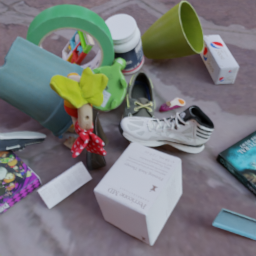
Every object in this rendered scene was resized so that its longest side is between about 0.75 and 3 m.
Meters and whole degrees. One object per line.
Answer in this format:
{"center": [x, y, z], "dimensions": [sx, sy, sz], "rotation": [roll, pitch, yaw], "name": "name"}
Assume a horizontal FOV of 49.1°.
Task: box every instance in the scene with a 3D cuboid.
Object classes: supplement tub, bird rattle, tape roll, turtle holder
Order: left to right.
{"center": [-1.899, -2.581, 9.309], "dimensions": [2.847, 2.847, 0.684], "rotation": [-5, 52, -5], "name": "tape roll"}
{"center": [-1.082, -0.428, 6.840], "dimensions": [1.240, 2.201, 1.795], "rotation": [-17, 35, -13], "name": "bird rattle"}
{"center": [-0.758, -1.469, 9.496], "dimensions": [1.388, 1.298, 1.827], "rotation": [-1, 91, -3], "name": "turtle holder"}
{"center": [-0.177, -3.125, 10.712], "dimensions": [1.390, 1.981, 1.390], "rotation": [-4, 63, 8], "name": "supplement tub"}

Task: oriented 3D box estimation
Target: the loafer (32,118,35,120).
{"center": [-2.698, -0.985, 9.810], "dimensions": [0.616, 0.637, 1.814], "rotation": [28, 53, 23], "name": "loafer"}

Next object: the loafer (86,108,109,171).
{"center": [-0.858, 0.320, 7.985], "dimensions": [0.637, 1.787, 0.652], "rotation": [0, 11, 0], "name": "loafer"}

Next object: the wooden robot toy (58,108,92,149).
{"center": [-1.554, -0.393, 8.924], "dimensions": [0.939, 0.967, 2.131], "rotation": [14, 48, -4], "name": "wooden robot toy"}

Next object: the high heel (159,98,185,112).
{"center": [1.563, -0.767, 9.918], "dimensions": [1.039, 0.499, 0.350], "rotation": [-18, 74, -39], "name": "high heel"}

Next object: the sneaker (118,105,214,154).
{"center": [1.129, -0.186, 7.889], "dimensions": [2.655, 1.528, 1.002], "rotation": [10, 49, -7], "name": "sneaker"}

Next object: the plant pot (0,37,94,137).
{"center": [-2.588, -1.292, 8.220], "dimensions": [2.302, 2.350, 2.350], "rotation": [31, 40, -28], "name": "plant pot"}

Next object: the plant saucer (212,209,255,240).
{"center": [2.739, 2.297, 6.598], "dimensions": [1.493, 0.522, 0.142], "rotation": [20, 22, -9], "name": "plant saucer"}

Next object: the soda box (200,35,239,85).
{"center": [3.622, -2.817, 11.388], "dimensions": [0.762, 0.815, 2.393], "rotation": [-5, 47, -4], "name": "soda box"}

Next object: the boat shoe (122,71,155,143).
{"center": [0.376, -0.707, 9.314], "dimensions": [1.056, 0.883, 2.956], "rotation": [7, 48, -8], "name": "boat shoe"}

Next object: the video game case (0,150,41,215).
{"center": [-4.040, 1.532, 7.548], "dimensions": [2.246, 0.444, 2.478], "rotation": [35, 54, 28], "name": "video game case"}

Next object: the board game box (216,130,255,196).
{"center": [4.227, 0.858, 8.282], "dimensions": [2.672, 0.376, 1.807], "rotation": [-27, 53, -22], "name": "board game box"}

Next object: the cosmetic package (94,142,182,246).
{"center": [0.331, 1.551, 6.818], "dimensions": [1.414, 1.405, 1.689], "rotation": [18, 49, 28], "name": "cosmetic package"}

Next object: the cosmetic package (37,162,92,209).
{"center": [-1.702, 1.518, 7.515], "dimensions": [1.352, 0.342, 0.558], "rotation": [-33, 96, -26], "name": "cosmetic package"}

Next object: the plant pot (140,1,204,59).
{"center": [1.604, -3.610, 11.227], "dimensions": [2.164, 2.025, 2.025], "rotation": [-13, 36, 38], "name": "plant pot"}

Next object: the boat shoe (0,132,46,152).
{"center": [-3.295, 0.418, 8.033], "dimensions": [1.810, 0.546, 0.684], "rotation": [0, 10, -27], "name": "boat shoe"}

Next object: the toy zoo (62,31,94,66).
{"center": [-2.084, -3.011, 11.010], "dimensions": [0.205, 2.004, 1.315], "rotation": [11, 48, -41], "name": "toy zoo"}
